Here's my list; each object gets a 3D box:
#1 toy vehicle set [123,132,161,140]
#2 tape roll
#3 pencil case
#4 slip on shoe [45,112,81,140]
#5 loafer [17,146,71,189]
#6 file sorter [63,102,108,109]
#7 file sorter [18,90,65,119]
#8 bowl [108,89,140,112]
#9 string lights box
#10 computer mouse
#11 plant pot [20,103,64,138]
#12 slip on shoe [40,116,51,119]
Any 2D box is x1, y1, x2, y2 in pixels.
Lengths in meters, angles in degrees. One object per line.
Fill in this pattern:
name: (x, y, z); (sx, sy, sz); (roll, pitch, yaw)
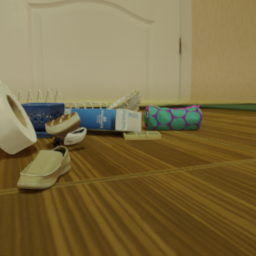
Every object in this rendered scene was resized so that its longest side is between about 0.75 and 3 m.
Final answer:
toy vehicle set: (0.483, 0.277, 10.159); (1.280, 0.170, 0.795); (-1, 8, -6)
tape roll: (-3.247, -0.278, 7.472); (0.680, 1.945, 1.945); (-30, 12, -7)
pencil case: (1.917, -0.463, 12.138); (2.408, 1.113, 1.025); (1, 6, -2)
slip on shoe: (-2.033, 0.030, 9.265); (1.041, 0.830, 2.739); (-18, 8, -7)
loafer: (-1.583, 0.722, 5.370); (0.620, 0.560, 1.639); (1, 8, 7)
file sorter: (-2.004, -0.620, 13.118); (1.883, 1.173, 1.307); (-7, 10, -43)
file sorter: (-4.389, -1.084, 13.925); (2.028, 1.407, 1.263); (-5, 52, -30)
bowl: (-0.017, -1.373, 17.617); (2.315, 1.087, 2.315); (-33, 11, 7)
string lights box: (-1.018, -0.310, 11.072); (2.785, 0.821, 1.431); (2, -1, 24)
computer mouse: (-1.573, 0.318, 7.793); (1.134, 0.622, 0.249); (-26, 61, -39)
plant pot: (-3.245, -0.304, 10.454); (1.383, 1.243, 1.383); (1, 7, 10)
slip on shoe: (-3.720, -0.365, 13.046); (0.578, 0.726, 1.909); (8, 15, 4)
